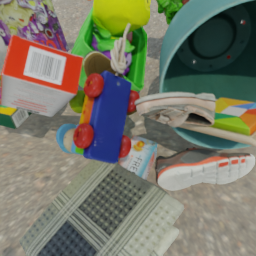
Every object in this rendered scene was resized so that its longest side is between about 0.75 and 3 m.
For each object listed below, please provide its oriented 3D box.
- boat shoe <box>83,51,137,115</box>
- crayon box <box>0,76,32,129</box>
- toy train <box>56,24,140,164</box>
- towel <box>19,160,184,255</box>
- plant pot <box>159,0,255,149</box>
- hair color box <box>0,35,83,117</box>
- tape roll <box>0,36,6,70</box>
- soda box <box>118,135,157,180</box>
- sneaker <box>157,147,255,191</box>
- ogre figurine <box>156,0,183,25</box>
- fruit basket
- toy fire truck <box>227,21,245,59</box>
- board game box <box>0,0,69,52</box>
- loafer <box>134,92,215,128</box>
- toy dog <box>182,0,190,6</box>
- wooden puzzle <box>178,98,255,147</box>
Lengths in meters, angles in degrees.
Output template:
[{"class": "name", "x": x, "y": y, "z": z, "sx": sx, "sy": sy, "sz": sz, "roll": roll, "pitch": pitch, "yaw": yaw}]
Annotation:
[{"class": "boat shoe", "x": -0.353, "y": -0.853, "z": 5.374, "sx": 0.603, "sy": 1.648, "sz": 0.534, "roll": -37, "pitch": 45, "yaw": 2}, {"class": "crayon box", "x": -2.777, "y": -0.719, "z": 6.634, "sx": 1.300, "sy": 0.439, "sz": 1.506, "roll": 12, "pitch": 45, "yaw": 18}, {"class": "toy train", "x": -0.466, "y": -0.489, "z": 4.172, "sx": 1.119, "sy": 0.818, "sz": 1.933, "roll": -2, "pitch": 74, "yaw": 49}, {"class": "towel", "x": -0.465, "y": 1.612, "z": 4.523, "sx": 2.139, "sy": 0.384, "sz": 2.221, "roll": 26, "pitch": 67, "yaw": 42}, {"class": "plant pot", "x": 1.917, "y": -1.392, "z": 5.528, "sx": 2.860, "sy": 2.860, "sz": 2.295, "roll": -1, "pitch": 39, "yaw": -1}, {"class": "hair color box", "x": -1.413, "y": -0.668, "z": 4.325, "sx": 0.949, "sy": 1.869, "sz": 0.572, "roll": 14, "pitch": 77, "yaw": -23}, {"class": "tape roll", "x": -3.675, "y": -1.687, "z": 5.560, "sx": 1.941, "sy": 1.941, "sz": 1.333, "roll": -35, "pitch": 71, "yaw": -27}, {"class": "soda box", "x": 0.041, "y": 1.176, "z": 6.793, "sx": 0.708, "sy": 0.658, "sz": 2.070, "roll": 19, "pitch": 52, "yaw": 15}, {"class": "sneaker", "x": 1.878, "y": 0.796, "z": 6.986, "sx": 2.486, "sy": 0.958, "sz": 1.018, "roll": -6, "pitch": 42, "yaw": -6}, {"class": "ogre figurine", "x": 1.378, "y": -3.567, "z": 8.215, "sx": 2.215, "sy": 1.087, "sz": 1.328, "roll": 4, "pitch": 63, "yaw": -36}, {"class": "fruit basket", "x": -0.165, "y": -2.354, "z": 6.624, "sx": 2.878, "sy": 2.076, "sz": 2.878, "roll": -36, "pitch": 33, "yaw": 28}, {"class": "toy fire truck", "x": 3.278, "y": -2.618, "z": 6.953, "sx": 1.798, "sy": 2.550, "sz": 0.622, "roll": -11, "pitch": 39, "yaw": -7}, {"class": "board game box", "x": -2.350, "y": -2.309, "z": 6.085, "sx": 2.107, "sy": 1.264, "sz": 0.340, "roll": 16, "pitch": 56, "yaw": 27}, {"class": "loafer", "x": 0.772, "y": -0.225, "z": 3.999, "sx": 1.545, "sy": 0.555, "sz": 0.486, "roll": -6, "pitch": 84, "yaw": -40}, {"class": "toy dog", "x": 2.548, "y": -3.740, "z": 7.416, "sx": 2.844, "sy": 1.370, "sz": 1.876, "roll": 29, "pitch": 22, "yaw": 33}, {"class": "wooden puzzle", "x": 1.884, "y": -0.213, "z": 5.019, "sx": 1.623, "sy": 0.302, "sz": 1.501, "roll": -24, "pitch": 29, "yaw": -39}]
